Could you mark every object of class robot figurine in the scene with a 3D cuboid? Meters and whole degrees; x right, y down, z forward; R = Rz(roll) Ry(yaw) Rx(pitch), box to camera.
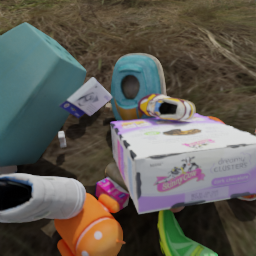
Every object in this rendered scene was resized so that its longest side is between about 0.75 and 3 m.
[{"bbox_3d":[-0.811,2.046,5.764,1.296,1.050,1.801,-21,37,-33],"label":"robot figurine"}]

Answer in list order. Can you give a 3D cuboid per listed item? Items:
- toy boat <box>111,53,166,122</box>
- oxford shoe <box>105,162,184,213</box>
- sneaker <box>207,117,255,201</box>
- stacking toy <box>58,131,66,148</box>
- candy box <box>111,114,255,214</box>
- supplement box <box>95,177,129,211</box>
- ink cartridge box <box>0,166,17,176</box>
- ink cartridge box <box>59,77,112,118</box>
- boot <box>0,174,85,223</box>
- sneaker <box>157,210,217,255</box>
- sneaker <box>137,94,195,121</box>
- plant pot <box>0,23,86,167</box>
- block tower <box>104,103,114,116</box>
[{"bbox_3d":[-0.331,-0.896,8.356,2.937,2.469,1.365,2,11,31],"label":"toy boat"},{"bbox_3d":[0.371,1.244,6.862,2.211,0.816,0.783,18,56,23],"label":"oxford shoe"},{"bbox_3d":[2.821,0.530,7.542,1.047,1.107,2.869,-10,41,-9],"label":"sneaker"},{"bbox_3d":[-2.598,0.107,8.284,1.373,0.428,1.821,-10,30,-10],"label":"stacking toy"},{"bbox_3d":[1.050,0.529,6.186,2.493,1.063,2.973,-6,14,-10],"label":"candy box"},{"bbox_3d":[-0.393,1.597,6.743,0.774,0.400,0.392,31,35,33],"label":"supplement box"},{"bbox_3d":[-4.416,0.971,7.069,2.428,1.022,1.755,17,44,18],"label":"ink cartridge box"},{"bbox_3d":[-0.934,-0.599,6.387,0.989,0.987,0.201,-39,69,5],"label":"ink cartridge box"},{"bbox_3d":[-2.370,1.317,5.554,2.925,1.398,1.076,-12,66,28],"label":"boot"},{"bbox_3d":[1.273,2.589,5.384,0.960,0.851,2.297,-24,55,-9],"label":"sneaker"},{"bbox_3d":[0.756,-0.534,6.813,1.657,0.621,0.747,8,5,42],"label":"sneaker"},{"bbox_3d":[-2.551,-0.803,6.723,2.040,2.039,2.887,46,101,14],"label":"plant pot"},{"bbox_3d":[-0.253,-0.529,9.108,1.009,0.292,0.272,15,33,-6],"label":"block tower"}]
